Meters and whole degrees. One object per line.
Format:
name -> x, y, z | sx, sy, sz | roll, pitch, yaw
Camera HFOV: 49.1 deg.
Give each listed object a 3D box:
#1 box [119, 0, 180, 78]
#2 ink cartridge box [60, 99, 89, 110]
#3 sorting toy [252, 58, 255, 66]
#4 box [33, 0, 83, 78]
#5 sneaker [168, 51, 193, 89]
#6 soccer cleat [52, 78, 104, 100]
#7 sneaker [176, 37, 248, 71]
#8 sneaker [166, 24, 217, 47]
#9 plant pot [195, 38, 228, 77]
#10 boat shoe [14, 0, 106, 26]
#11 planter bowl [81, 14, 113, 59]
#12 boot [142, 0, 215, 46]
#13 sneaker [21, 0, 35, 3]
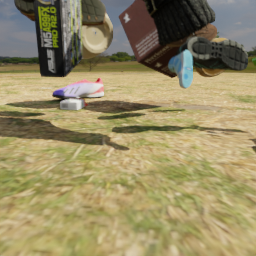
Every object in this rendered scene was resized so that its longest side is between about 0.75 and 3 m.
box -> 1.531, -3.587, 10.558 | 2.221, 2.198, 2.677 | -31, -22, 31
ink cartridge box -> -2.260, -1.055, 11.971 | 0.744, 0.344, 1.365 | 3, 15, 13
sorting toy -> 3.919, -1.604, 7.156 | 1.382, 1.022, 0.203 | 33, 9, 1
box -> -1.630, -2.838, 6.788 | 0.610, 2.755, 2.207 | 3, 26, 1
sneaker -> 1.028, -1.122, 5.641 | 0.305, 0.768, 0.501 | 15, -14, -35
soccer cleat -> -2.568, -2.027, 14.493 | 2.827, 1.034, 0.964 | -9, 16, -32
sneaker -> 2.148, -1.853, 7.127 | 1.971, 0.743, 0.781 | 8, -5, -21
sneaker -> 1.982, -2.870, 8.331 | 1.967, 0.693, 0.743 | -18, -15, -22
plant pot -> 3.127, -2.444, 9.997 | 1.513, 1.513, 0.208 | -4, 40, -16
boat shoe -> -2.009, -3.608, 8.581 | 2.659, 1.006, 0.982 | 9, -8, -4
planter bowl -> -1.584, -3.727, 10.807 | 2.374, 2.374, 1.598 | -11, 30, -37
boot -> 0.562, -2.770, 6.065 | 1.017, 2.021, 2.703 | -33, 17, -11
sneaker -> -1.664, -2.617, 5.169 | 1.117, 0.429, 0.622 | -4, -13, -15
